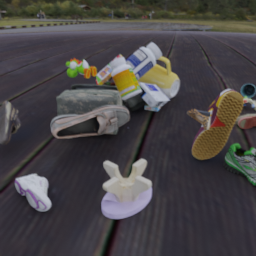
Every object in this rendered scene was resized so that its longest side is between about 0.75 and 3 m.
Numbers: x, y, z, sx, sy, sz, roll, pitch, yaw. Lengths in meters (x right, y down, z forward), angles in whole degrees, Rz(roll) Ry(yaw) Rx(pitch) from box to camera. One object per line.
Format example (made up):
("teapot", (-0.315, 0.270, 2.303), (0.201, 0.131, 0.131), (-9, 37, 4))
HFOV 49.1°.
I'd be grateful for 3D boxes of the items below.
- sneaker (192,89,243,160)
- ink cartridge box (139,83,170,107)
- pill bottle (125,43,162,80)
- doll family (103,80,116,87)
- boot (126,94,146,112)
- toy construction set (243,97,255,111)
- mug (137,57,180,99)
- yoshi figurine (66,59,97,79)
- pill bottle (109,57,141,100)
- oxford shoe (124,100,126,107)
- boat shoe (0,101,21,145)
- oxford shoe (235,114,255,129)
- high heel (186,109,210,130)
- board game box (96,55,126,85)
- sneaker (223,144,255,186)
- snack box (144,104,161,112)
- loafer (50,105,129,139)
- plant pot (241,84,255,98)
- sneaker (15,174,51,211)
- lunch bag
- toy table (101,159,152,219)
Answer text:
("sneaker", (2.929, -0.089, 9.337), (0.941, 2.512, 1.132), (30, 15, 1))
("ink cartridge box", (1.167, -1.529, 13.042), (1.141, 0.450, 2.295), (49, 22, 12))
("pill bottle", (0.595, -3.052, 13.073), (1.919, 1.065, 1.065), (-40, 32, -1))
("doll family", (-0.436, -2.311, 15.776), (2.041, 0.801, 1.180), (-14, 23, -34))
("boot", (0.465, -1.681, 13.569), (0.648, 1.250, 1.914), (-22, 9, 45))
("toy construction set", (5.528, -1.200, 13.437), (1.513, 0.697, 0.992), (3, 0, -12))
("mug", (1.632, -2.470, 14.793), (1.839, 1.794, 2.240), (26, -8, 29))
("yoshi figurine", (-1.661, -1.902, 9.522), (1.165, 0.655, 0.652), (23, 73, 31))
("pill bottle", (-0.127, -1.715, 9.725), (0.746, 1.343, 0.746), (-24, 3, 1))
("oxford shoe", (-0.606, -1.403, 13.293), (0.644, 0.494, 1.712), (-19, -24, 30))
("boat shoe", (-4.185, -0.172, 9.948), (0.719, 0.731, 1.962), (30, 31, -39))
("oxford shoe", (5.401, -0.383, 11.772), (1.796, 0.636, 0.663), (-2, 23, -5))
("high heel", (2.043, -0.225, 8.244), (0.714, 0.358, 1.002), (6, 32, 14))
("board game box", (-0.880, -2.627, 12.962), (1.714, 0.257, 0.819), (-40, 36, 17))
("sneaker", (3.738, 1.126, 8.223), (0.792, 0.865, 2.029), (-19, 31, -35))
("snack box", (1.290, -1.138, 13.867), (0.665, 0.212, 1.145), (10, 27, 18))
("loafer", (-1.205, -0.087, 9.456), (2.738, 0.984, 0.861), (-11, 25, -11))
("plant pot", (6.650, -2.077, 15.362), (0.768, 0.768, 0.752), (14, 21, 28))
("sneaker", (-2.395, 1.626, 7.469), (0.781, 0.587, 1.567), (-21, 32, -38))
("lunch bag", (-1.412, -0.927, 11.734), (2.358, 1.690, 2.875), (3, 19, 3))
("toy table", (-0.035, 1.512, 7.292), (1.500, 0.956, 1.632), (13, 29, 26))
